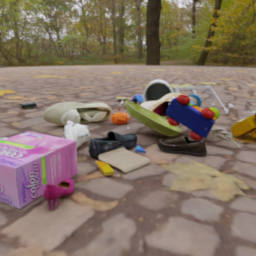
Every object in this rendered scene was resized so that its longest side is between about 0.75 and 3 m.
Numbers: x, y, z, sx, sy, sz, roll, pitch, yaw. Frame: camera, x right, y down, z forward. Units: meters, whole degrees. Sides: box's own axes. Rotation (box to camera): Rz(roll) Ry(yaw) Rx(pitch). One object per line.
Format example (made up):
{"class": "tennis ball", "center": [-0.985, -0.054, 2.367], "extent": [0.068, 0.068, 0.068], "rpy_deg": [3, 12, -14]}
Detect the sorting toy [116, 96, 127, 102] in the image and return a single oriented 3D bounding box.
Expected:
{"class": "sorting toy", "center": [-0.413, -1.734, 17.052], "extent": [0.581, 0.204, 1.204], "rpy_deg": [-2, 17, -7]}

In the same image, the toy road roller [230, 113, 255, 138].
{"class": "toy road roller", "center": [4.646, 0.067, 9.807], "extent": [1.068, 1.268, 1.738], "rpy_deg": [-15, -14, -42]}

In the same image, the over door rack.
{"class": "over door rack", "center": [3.697, -1.301, 14.533], "extent": [2.178, 0.982, 2.948], "rpy_deg": [-4, 30, -7]}

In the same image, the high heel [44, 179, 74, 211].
{"class": "high heel", "center": [-1.464, 1.243, 6.108], "extent": [0.410, 0.585, 1.216], "rpy_deg": [1, 16, 4]}

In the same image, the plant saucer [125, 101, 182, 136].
{"class": "plant saucer", "center": [0.876, -0.285, 10.365], "extent": [2.362, 0.367, 2.362], "rpy_deg": [26, 11, -6]}

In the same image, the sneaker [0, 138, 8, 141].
{"class": "sneaker", "center": [-3.434, 0.578, 8.743], "extent": [1.327, 0.517, 0.659], "rpy_deg": [11, 11, 6]}

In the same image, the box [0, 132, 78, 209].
{"class": "box", "center": [-2.494, 0.873, 6.730], "extent": [1.717, 0.944, 1.952], "rpy_deg": [8, 19, 27]}

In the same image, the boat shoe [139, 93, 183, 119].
{"class": "boat shoe", "center": [1.816, -0.897, 12.908], "extent": [2.821, 1.040, 0.976], "rpy_deg": [-21, 27, -29]}

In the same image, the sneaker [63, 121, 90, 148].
{"class": "sneaker", "center": [-1.710, 0.264, 9.314], "extent": [0.858, 0.795, 2.117], "rpy_deg": [7, 16, -8]}

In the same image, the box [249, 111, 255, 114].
{"class": "box", "center": [6.502, -0.354, 11.964], "extent": [1.412, 0.378, 2.331], "rpy_deg": [-6, 19, -21]}

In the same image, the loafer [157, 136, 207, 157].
{"class": "loafer", "center": [1.680, 0.490, 8.756], "extent": [1.551, 0.553, 0.566], "rpy_deg": [5, 17, 18]}

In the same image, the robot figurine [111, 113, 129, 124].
{"class": "robot figurine", "center": [-0.322, -0.406, 12.016], "extent": [0.822, 0.479, 0.591], "rpy_deg": [-4, -22, -12]}

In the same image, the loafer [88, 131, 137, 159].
{"class": "loafer", "center": [-0.418, 0.419, 8.789], "extent": [1.902, 0.668, 0.646], "rpy_deg": [-16, 23, -42]}

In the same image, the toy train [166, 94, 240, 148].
{"class": "toy train", "center": [2.889, -0.257, 10.022], "extent": [2.769, 1.172, 1.602], "rpy_deg": [34, 34, 21]}

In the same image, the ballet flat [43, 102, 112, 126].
{"class": "ballet flat", "center": [-2.005, -0.555, 11.815], "extent": [2.995, 1.040, 1.040], "rpy_deg": [-11, 19, -34]}

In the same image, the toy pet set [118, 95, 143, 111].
{"class": "toy pet set", "center": [0.333, -1.283, 14.553], "extent": [1.380, 0.733, 1.288], "rpy_deg": [13, 21, 37]}

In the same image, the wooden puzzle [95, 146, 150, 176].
{"class": "wooden puzzle", "center": [-0.132, 0.927, 7.944], "extent": [1.807, 0.211, 1.219], "rpy_deg": [-12, 24, -34]}

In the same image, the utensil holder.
{"class": "utensil holder", "center": [1.613, -1.784, 14.876], "extent": [1.542, 1.542, 1.815], "rpy_deg": [2, 15, 7]}

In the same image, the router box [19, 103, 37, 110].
{"class": "router box", "center": [-5.390, -1.176, 15.050], "extent": [0.795, 0.247, 0.596], "rpy_deg": [-10, 19, -32]}
